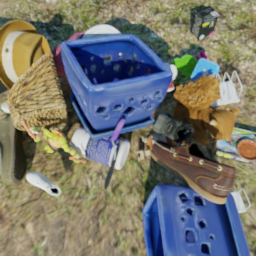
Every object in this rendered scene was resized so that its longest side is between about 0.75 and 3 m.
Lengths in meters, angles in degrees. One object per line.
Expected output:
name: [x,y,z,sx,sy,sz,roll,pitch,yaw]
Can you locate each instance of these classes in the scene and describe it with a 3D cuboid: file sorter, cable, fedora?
file sorter: [3.299,2.376,8.975,0.957,0.596,0.664,-10,60,-6]
cable: [-0.903,-2.886,10.646,1.913,0.662,1.913,-36,93,22]
fedora: [-3.592,-2.563,10.303,1.123,2.754,2.754,4,58,24]
file sorter: [3.590,-1.555,11.023,1.453,0.904,1.008,-10,60,2]

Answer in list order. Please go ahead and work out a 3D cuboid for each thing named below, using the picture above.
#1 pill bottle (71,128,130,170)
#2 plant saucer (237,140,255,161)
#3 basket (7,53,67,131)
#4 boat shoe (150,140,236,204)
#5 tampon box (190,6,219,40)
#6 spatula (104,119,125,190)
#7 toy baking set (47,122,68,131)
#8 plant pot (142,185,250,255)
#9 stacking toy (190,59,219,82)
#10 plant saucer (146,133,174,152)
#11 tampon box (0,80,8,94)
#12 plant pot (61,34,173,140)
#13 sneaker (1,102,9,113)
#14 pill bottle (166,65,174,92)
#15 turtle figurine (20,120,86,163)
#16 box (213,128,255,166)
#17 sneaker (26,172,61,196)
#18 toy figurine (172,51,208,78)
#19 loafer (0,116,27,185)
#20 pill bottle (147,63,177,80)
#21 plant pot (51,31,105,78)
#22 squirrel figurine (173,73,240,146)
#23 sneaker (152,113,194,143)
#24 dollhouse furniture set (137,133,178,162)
pill bottle: [-0.957,0.669,9.694,1.843,1.067,1.067,18,61,11]
plant saucer: [4.190,0.793,9.744,0.812,0.131,0.812,0,60,0]
basket: [-3.160,-1.053,9.492,1.810,2.536,1.889,-16,83,-13]
boat shoe: [1.719,0.879,7.762,1.032,1.031,2.931,2,19,-35]
tampon box: [3.499,-4.826,12.907,0.869,1.159,0.732,-26,63,-14]
spatula: [-0.435,0.775,8.207,0.218,0.600,2.123,11,91,12]
toy baking set: [-2.902,-0.283,10.807,0.959,0.145,1.250,-30,64,-17]
plant pot: [1.726,3.015,7.535,2.217,2.466,2.465,-2,59,-8]
stacking toy: [2.870,-1.928,10.448,0.819,1.492,0.866,28,96,13]
plant saucer: [1.168,0.604,10.099,1.027,0.192,1.027,0,67,1]
tampon box: [-6.506,-1.941,10.938,2.553,1.611,1.913,-34,65,-18]
plant pot: [-0.524,-1.273,9.219,2.751,2.473,2.750,-15,49,-23]
sneaker: [-4.191,-0.984,10.930,1.484,0.599,0.568,-11,59,-11]
pill bottle: [1.306,-1.732,9.810,0.484,0.848,0.484,-13,24,6]
turtle figurine: [-2.505,0.335,9.154,2.423,1.954,0.780,35,72,-27]
box: [4.249,0.673,10.110,2.115,0.367,1.164,14,60,8]
sneaker: [-2.453,1.650,8.259,1.062,0.614,0.391,38,71,-28]
toy figurine: [2.816,-2.868,12.085,1.338,1.005,1.232,22,44,40]
loafer: [-4.185,0.774,9.712,0.959,1.081,2.842,-16,49,-4]
pill bottle: [1.286,-2.268,11.292,0.733,0.733,1.284,-42,36,-22]
plant pot: [-2.111,-2.798,11.332,1.678,1.874,1.874,-1,55,31]
squirrel figurine: [2.525,-0.553,9.349,1.664,2.195,2.352,-18,102,-17]
sneaker: [1.409,0.028,8.771,1.117,1.950,0.746,29,94,8]
dollhouse furniture set: [1.042,0.648,9.459,1.528,0.792,0.676,-10,16,1]
